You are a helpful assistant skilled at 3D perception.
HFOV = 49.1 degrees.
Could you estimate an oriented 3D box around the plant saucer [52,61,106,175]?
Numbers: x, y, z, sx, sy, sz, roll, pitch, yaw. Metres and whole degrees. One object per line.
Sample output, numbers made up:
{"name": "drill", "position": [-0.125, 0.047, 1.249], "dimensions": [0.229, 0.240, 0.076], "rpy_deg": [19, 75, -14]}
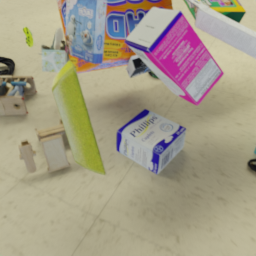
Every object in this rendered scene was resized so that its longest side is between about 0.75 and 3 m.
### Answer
{"name": "plant saucer", "position": [-1.118, -0.264, 5.903], "dimensions": [0.512, 2.137, 2.140], "rpy_deg": [-17, 19, -9]}

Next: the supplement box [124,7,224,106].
{"name": "supplement box", "position": [1.170, -1.687, 6.831], "dimensions": [1.140, 2.206, 1.117], "rpy_deg": [-50, 38, 1]}

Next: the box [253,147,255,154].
{"name": "box", "position": [5.419, 0.823, 8.214], "dimensions": [2.933, 0.721, 1.207], "rpy_deg": [27, 48, 28]}

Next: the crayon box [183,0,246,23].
{"name": "crayon box", "position": [3.016, -4.660, 10.283], "dimensions": [1.760, 0.595, 2.040], "rpy_deg": [-8, 59, -17]}

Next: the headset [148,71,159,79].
{"name": "headset", "position": [1.373, -2.872, 12.501], "dimensions": [0.944, 0.718, 1.529], "rpy_deg": [5, 52, 4]}

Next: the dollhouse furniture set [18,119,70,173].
{"name": "dollhouse furniture set", "position": [-2.535, 0.544, 8.865], "dimensions": [1.719, 0.984, 2.016], "rpy_deg": [-16, 19, -19]}

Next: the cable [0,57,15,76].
{"name": "cable", "position": [-5.968, -2.521, 12.214], "dimensions": [2.232, 0.567, 1.821], "rpy_deg": [-31, 50, -31]}

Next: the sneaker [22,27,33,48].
{"name": "sneaker", "position": [-3.326, -3.054, 9.470], "dimensions": [0.280, 0.316, 0.755], "rpy_deg": [-21, 77, 9]}

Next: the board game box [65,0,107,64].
{"name": "board game box", "position": [-1.132, -2.532, 7.200], "dimensions": [0.321, 1.475, 1.482], "rpy_deg": [-11, 28, -38]}

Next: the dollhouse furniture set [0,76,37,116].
{"name": "dollhouse furniture set", "position": [-4.433, -1.776, 10.068], "dimensions": [1.560, 2.226, 1.569], "rpy_deg": [-1, 41, -1]}

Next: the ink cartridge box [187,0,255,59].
{"name": "ink cartridge box", "position": [2.561, -2.847, 7.769], "dimensions": [2.471, 0.502, 2.466], "rpy_deg": [32, 29, 5]}

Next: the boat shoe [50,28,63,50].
{"name": "boat shoe", "position": [-2.802, -3.415, 10.867], "dimensions": [0.337, 0.397, 1.092], "rpy_deg": [-5, 67, 26]}

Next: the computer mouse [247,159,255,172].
{"name": "computer mouse", "position": [4.124, 1.592, 7.684], "dimensions": [0.629, 0.365, 2.146], "rpy_deg": [-34, 41, 1]}

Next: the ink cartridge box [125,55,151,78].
{"name": "ink cartridge box", "position": [0.518, -1.961, 8.651], "dimensions": [1.055, 0.416, 2.122], "rpy_deg": [-20, 5, -2]}

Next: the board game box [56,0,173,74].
{"name": "board game box", "position": [-0.443, -3.585, 9.410], "dimensions": [2.807, 2.807, 2.809], "rpy_deg": [-16, 10, -27]}

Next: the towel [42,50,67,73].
{"name": "towel", "position": [-2.718, -2.453, 10.330], "dimensions": [0.944, 0.808, 0.227], "rpy_deg": [4, 11, 2]}

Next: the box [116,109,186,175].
{"name": "box", "position": [0.695, 0.362, 8.647], "dimensions": [1.624, 0.852, 1.493], "rpy_deg": [27, 47, 29]}

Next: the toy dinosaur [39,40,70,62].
{"name": "toy dinosaur", "position": [-2.816, -3.431, 13.211], "dimensions": [2.450, 0.943, 1.253], "rpy_deg": [13, 56, 4]}
